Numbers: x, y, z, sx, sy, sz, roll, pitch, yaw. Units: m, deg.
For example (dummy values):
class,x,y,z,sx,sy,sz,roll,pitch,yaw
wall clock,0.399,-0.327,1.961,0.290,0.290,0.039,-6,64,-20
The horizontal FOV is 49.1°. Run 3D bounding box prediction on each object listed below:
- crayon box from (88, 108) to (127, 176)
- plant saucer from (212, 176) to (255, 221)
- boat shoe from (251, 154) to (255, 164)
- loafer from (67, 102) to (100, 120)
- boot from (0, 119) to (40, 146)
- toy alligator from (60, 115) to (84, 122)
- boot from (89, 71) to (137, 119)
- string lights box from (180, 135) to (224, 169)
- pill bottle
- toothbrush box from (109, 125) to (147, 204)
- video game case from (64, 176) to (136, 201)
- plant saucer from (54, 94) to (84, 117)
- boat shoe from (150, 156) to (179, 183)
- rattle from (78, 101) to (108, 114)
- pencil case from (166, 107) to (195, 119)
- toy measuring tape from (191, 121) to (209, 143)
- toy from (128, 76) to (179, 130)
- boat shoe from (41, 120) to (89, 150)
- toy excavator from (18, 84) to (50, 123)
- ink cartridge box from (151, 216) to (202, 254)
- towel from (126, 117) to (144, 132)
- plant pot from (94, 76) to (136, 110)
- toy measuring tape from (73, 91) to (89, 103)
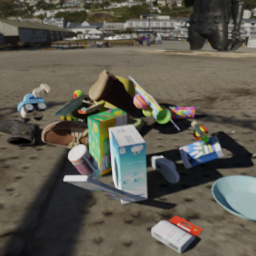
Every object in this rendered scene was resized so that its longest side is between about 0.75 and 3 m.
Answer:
class,x,y,z,sx,sy,sz,roll,pitch,yaw
crayon box,-0.684,0.482,9.569,1.216,2.047,0.596,-21,33,-39
plant saucer,3.445,2.077,7.980,2.092,0.403,2.092,0,21,0
boat shoe,5.153,1.376,9.314,0.728,0.808,2.286,-9,16,-21
loafer,-2.381,-0.934,14.569,0.853,0.962,2.529,8,3,33
boot,-4.911,0.229,12.204,2.014,0.697,1.754,1,21,-3
toy alligator,-2.911,-0.410,14.327,1.430,0.344,0.474,16,13,13
boot,-0.443,-1.266,12.277,1.033,2.374,2.854,-37,19,23
string lights box,2.526,0.844,9.705,1.350,0.398,0.694,-23,40,18
pill bottle,-1.169,0.987,7.729,0.559,0.978,0.559,-19,36,15
toothbrush box,-0.013,1.064,8.450,0.817,1.916,1.403,-9,24,-12
video game case,-0.733,1.576,7.314,1.596,0.144,1.143,30,-26,-31
plant saucer,-2.439,-0.875,11.975,1.563,0.301,1.563,-35,4,3
boat shoe,1.355,1.332,9.591,0.525,0.591,1.607,-14,26,-21
rattle,-1.558,-0.679,13.233,1.319,0.942,0.859,-27,29,7
pencil case,2.775,-0.830,14.927,1.514,0.669,0.669,2,22,-3
toy measuring tape,2.252,0.058,9.090,0.533,0.533,1.450,19,-14,40
toy,0.651,-0.774,9.505,0.624,1.522,2.643,-43,27,2
boat shoe,-1.789,0.323,10.701,2.898,1.097,1.040,-1,12,-19
toy excavator,-3.313,-0.992,10.020,1.356,0.696,1.394,-9,60,-37
ink cartridge box,1.239,2.550,7.013,0.861,0.302,1.059,19,33,39
towel,-0.543,0.017,13.020,2.003,0.493,2.700,11,23,22
plant pot,-0.518,-1.907,15.296,2.354,1.671,2.354,15,9,-3
toy measuring tape,-3.011,-2.007,17.895,0.669,0.669,1.818,-15,26,-33
